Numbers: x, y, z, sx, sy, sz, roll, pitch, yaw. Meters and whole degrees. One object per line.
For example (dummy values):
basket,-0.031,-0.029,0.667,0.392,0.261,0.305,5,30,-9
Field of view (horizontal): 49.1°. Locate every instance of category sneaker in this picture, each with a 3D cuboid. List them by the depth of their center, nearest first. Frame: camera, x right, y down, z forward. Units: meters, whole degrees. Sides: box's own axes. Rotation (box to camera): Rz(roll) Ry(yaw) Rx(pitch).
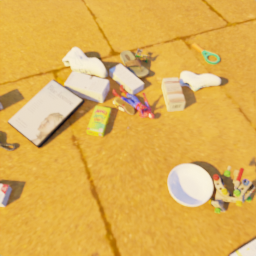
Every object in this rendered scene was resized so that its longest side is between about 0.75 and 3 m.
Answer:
sneaker,-0.192,-0.902,12.236,1.059,0.477,0.397,40,66,-3
sneaker,3.297,-2.046,12.965,1.845,0.694,0.816,10,67,15
sneaker,-2.072,-2.915,13.432,2.627,0.924,1.053,32,66,29

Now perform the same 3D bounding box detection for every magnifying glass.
magnifying glass,3.976,-3.838,14.448,0.691,0.195,1.737,-31,59,-20

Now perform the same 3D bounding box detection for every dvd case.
dvd case,-3.455,-0.671,11.871,1.973,0.243,2.766,33,70,22

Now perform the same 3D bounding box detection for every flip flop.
flip flop,0.263,-3.203,13.721,0.864,0.613,2.130,-22,57,-15

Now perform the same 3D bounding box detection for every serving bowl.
serving bowl,2.166,2.092,9.986,1.575,0.518,1.575,0,55,0

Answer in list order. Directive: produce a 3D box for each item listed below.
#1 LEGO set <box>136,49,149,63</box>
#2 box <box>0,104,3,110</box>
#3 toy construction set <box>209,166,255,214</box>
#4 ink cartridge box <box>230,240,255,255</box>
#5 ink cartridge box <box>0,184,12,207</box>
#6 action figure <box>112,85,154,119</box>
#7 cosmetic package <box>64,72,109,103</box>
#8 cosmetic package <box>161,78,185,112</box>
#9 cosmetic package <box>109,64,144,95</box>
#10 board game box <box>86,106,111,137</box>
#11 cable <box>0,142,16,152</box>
LEGO set,0.735,-3.651,14.057,0.792,0.609,0.459,15,72,19
box,-6.515,-0.842,11.945,1.915,0.745,0.909,-33,61,-21
toy construction set,3.390,2.205,9.304,1.418,1.700,1.306,18,61,23
ink cartridge box,3.612,4.182,8.457,1.344,0.561,0.976,-23,58,-16
ink cartridge box,-4.727,2.351,9.873,0.947,0.396,0.683,6,55,4
action figure,0.297,-1.237,12.062,0.741,1.125,2.272,-38,65,-23
cosmetic package,-1.855,-1.860,12.731,1.831,0.678,0.931,16,56,10
cosmetic package,1.999,-1.498,12.488,0.749,0.633,1.450,-7,55,-5
cosmetic package,-0.094,-2.269,13.162,0.706,0.433,1.710,-34,61,-22
board game box,-1.224,-0.287,11.813,0.676,0.317,1.330,10,55,7
cable,-5.182,0.635,11.138,1.359,0.342,0.660,23,58,16
